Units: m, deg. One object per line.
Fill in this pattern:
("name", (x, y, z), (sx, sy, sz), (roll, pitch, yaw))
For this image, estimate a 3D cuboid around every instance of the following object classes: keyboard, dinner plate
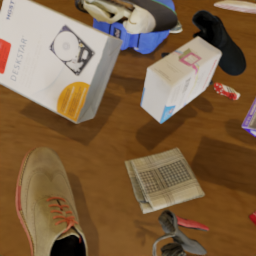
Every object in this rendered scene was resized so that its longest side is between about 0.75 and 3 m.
("keyboard", (2.103, -2.214, 10.946), (1.235, 0.470, 2.372), (-9, 44, -39))
("dinner plate", (2.027, -2.186, 5.046), (0.931, 0.113, 0.931), (10, 20, -4))

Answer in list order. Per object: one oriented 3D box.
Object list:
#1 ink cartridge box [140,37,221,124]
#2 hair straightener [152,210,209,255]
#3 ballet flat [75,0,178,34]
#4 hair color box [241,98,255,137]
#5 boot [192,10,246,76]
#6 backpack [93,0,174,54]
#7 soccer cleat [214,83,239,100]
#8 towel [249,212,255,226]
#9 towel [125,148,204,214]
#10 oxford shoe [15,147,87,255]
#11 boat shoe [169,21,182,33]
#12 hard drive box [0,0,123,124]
("ink cartridge box", (1.142, -1.056, 6.161), (1.668, 1.206, 0.706), (-35, 65, -27))
("hair straightener", (0.545, 1.170, 2.732), (0.310, 1.514, 0.583), (2, 68, 23))
("ballet flat", (-0.111, -2.892, 7.119), (2.732, 0.998, 0.998), (21, 50, -1))
("hair color box", (3.324, -0.017, 4.796), (1.418, 2.594, 0.841), (-62, 26, -3))
("boot", (2.187, -1.959, 6.737), (1.743, 0.666, 1.465), (62, 32, -2))
("backpack", (0.174, -4.426, 11.534), (2.992, 2.431, 2.510), (32, 66, 11))
("soccer cleat", (3.559, -1.339, 10.133), (0.418, 0.337, 0.982), (-27, 52, -38))
("towel", (3.740, 2.317, 7.029), (1.160, 0.130, 0.839), (-21, 50, -19))
("towel", (0.934, 1.371, 7.738), (1.783, 0.308, 1.716), (-14, 50, -11))
("oxford shoe", (-1.131, 1.545, 4.652), (1.049, 1.114, 2.978), (4, 58, -40))
("boat shoe", (1.730, -5.365, 13.339), (0.914, 0.776, 2.510), (-19, 51, -16))
("hard drive box", (-1.898, -1.739, 7.088), (2.833, 2.208, 1.088), (26, 17, 12))
